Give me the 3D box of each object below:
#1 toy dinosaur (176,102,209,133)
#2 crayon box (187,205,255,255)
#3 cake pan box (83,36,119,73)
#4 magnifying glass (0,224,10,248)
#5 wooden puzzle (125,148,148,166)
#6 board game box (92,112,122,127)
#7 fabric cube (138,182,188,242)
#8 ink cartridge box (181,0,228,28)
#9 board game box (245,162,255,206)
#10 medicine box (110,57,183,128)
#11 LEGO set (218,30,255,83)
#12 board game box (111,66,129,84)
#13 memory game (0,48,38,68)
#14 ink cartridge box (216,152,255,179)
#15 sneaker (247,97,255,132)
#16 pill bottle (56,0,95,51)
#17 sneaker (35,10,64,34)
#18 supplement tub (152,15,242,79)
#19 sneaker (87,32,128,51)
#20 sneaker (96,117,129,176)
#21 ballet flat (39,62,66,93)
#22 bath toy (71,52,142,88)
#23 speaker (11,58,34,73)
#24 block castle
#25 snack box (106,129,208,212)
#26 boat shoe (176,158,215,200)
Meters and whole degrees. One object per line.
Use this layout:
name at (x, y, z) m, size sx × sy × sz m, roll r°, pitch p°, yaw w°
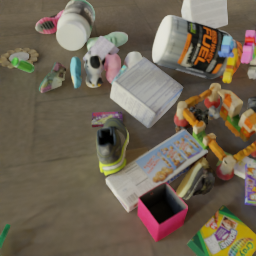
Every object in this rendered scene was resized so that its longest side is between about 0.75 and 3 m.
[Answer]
toy dinosaur at (1.998, -0.399, 8.711) m, size 0.953 × 0.717 × 1.404 m, roll 21°, pitch 91°, yaw 26°
crayon box at (2.081, 2.474, 6.054) m, size 1.221 × 0.356 × 1.054 m, roll -34°, pitch 63°, yaw -29°
cake pan box at (-1.073, -2.873, 10.924) m, size 1.198 × 0.340 × 1.301 m, roll -52°, pitch 45°, yaw 8°
magnifying glass at (-2.810, 2.641, 5.983) m, size 0.129 × 0.458 × 1.152 m, roll 25°, pitch 57°, yaw -12°
wooden puzzle at (0.247, 0.986, 7.809) m, size 1.404 × 0.164 × 0.947 m, roll -4°, pitch 50°, yaw -4°
board game box at (-0.677, -0.282, 9.095) m, size 0.982 × 0.159 × 0.589 m, roll -3°, pitch 41°, yaw -3°
fabric cube at (0.759, 1.907, 6.407) m, size 0.807 × 0.820 × 0.823 m, roll -25°, pitch 50°, yaw -21°
ink cartridge box at (3.401, -5.902, 12.649) m, size 2.349 × 2.919 × 0.731 m, roll -23°, pitch 21°, yaw -26°
board game box at (3.662, 1.423, 6.800) m, size 1.501 × 0.336 × 1.009 m, roll 3°, pitch 69°, yaw 15°
medicine box at (0.576, -1.154, 9.030) m, size 1.709 × 0.879 × 1.556 m, roll 40°, pitch 61°, yaw 11°
LEGO set at (3.403, -1.973, 8.707) m, size 0.994 × 2.605 × 1.069 m, roll 14°, pitch 89°, yaw 29°
board game box at (-0.137, -1.729, 9.872) m, size 0.586 × 0.776 × 0.182 m, roll 26°, pitch 17°, yaw -39°
memory game at (-4.577, -2.950, 11.796) m, size 1.596 × 0.102 × 1.596 m, roll 0°, pitch 44°, yaw 0°
ink cartridge box at (2.999, 0.979, 7.782) m, size 0.874 × 0.210 × 0.636 m, roll 27°, pitch 51°, yaw 22°
sneaker at (4.202, -0.791, 7.609) m, size 1.652 × 2.903 × 1.096 m, roll 15°, pitch 33°, yaw 18°
pill bottle at (-2.333, -4.612, 12.521) m, size 1.427 × 1.427 × 2.523 m, roll 2°, pitch 45°, yaw 2°
sneaker at (-3.717, -5.107, 13.667) m, size 0.937 × 0.776 × 1.964 m, roll 15°, pitch 41°, yaw 45°
supplement tub at (2.496, -2.840, 10.216) m, size 2.903 × 1.779 × 1.779 m, roll 11°, pitch 43°, yaw -12°
sneaker at (-0.857, -3.528, 11.960) m, size 1.809 × 0.666 × 1.067 m, roll -11°, pitch 40°, yaw 2°
sneaker at (-0.445, 0.252, 7.777) m, size 0.837 × 0.917 × 2.265 m, roll -12°, pitch 32°, yaw 4°
ballet flat at (-2.708, -1.861, 10.443) m, size 0.603 × 0.586 × 1.696 m, roll 20°, pitch 45°, yaw -7°
bath toy at (-0.648, -2.063, 10.174) m, size 2.732 × 1.188 × 1.010 m, roll -11°, pitch 46°, yaw -16°
speaker at (-3.920, -2.344, 10.473) m, size 0.365 × 0.825 × 0.365 m, roll -5°, pitch 79°, yaw 27°
block castle at (2.490, 0.059, 7.617) m, size 1.570 × 1.102 × 2.350 m, roll -30°, pitch 60°, yaw -8°
snack box at (0.809, 1.041, 7.437) m, size 2.727 × 0.331 × 0.980 m, roll -30°, pitch 58°, yaw -21°
boat shoe at (1.732, 1.239, 6.689) m, size 0.656 × 0.741 × 2.023 m, roll 39°, pitch 26°, yaw 15°
